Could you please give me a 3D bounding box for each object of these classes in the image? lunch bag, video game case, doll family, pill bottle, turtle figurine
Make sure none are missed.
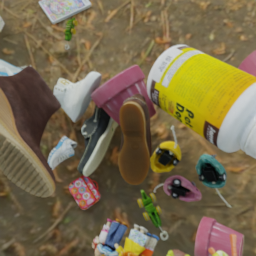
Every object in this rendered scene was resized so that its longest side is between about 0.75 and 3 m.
[{"bbox_3d":[-1.146,1.728,7.628,0.722,0.336,0.820,-33,73,-17],"label":"lunch bag"},{"bbox_3d":[-2.287,-4.488,10.147,1.568,0.141,1.123,-31,72,-12],"label":"video game case"},{"bbox_3d":[-0.157,2.065,4.866,1.331,0.600,0.826,8,55,30],"label":"doll family"},{"bbox_3d":[1.897,-0.568,6.062,1.603,1.603,2.934,-40,53,-14],"label":"pill bottle"},{"bbox_3d":[1.472,2.602,4.754,0.702,1.757,2.179,-23,102,-41],"label":"turtle figurine"}]

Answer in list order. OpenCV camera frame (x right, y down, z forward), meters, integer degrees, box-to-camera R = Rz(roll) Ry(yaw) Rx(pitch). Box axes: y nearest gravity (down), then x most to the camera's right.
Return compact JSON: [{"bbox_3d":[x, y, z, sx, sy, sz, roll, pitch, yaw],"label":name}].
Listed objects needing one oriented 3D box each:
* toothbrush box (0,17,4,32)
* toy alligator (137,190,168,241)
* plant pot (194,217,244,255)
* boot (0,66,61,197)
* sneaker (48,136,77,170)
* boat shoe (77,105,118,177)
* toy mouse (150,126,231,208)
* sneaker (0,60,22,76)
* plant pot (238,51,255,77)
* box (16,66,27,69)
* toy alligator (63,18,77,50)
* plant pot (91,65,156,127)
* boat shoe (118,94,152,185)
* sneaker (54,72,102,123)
[{"bbox_3d":[-4.785,-3.305,9.202,0.603,1.036,1.415,13,70,5],"label":"toothbrush box"},{"bbox_3d":[0.594,2.112,6.853,0.435,0.316,1.313,-23,89,-7],"label":"toy alligator"},{"bbox_3d":[1.855,2.338,5.630,0.808,0.902,0.902,6,67,28],"label":"plant pot"},{"bbox_3d":[-2.019,-0.074,6.137,2.651,0.959,2.205,53,32,-9],"label":"boot"},{"bbox_3d":[-1.716,0.687,7.429,0.499,0.432,1.152,17,44,7],"label":"sneaker"},{"bbox_3d":[-0.898,0.145,7.939,0.875,0.929,2.588,16,63,8],"label":"boat shoe"},{"bbox_3d":[1.448,1.074,6.260,2.044,2.300,0.445,30,45,4],"label":"toy mouse"},{"bbox_3d":[-3.093,-1.326,7.882,1.603,0.613,0.647,23,82,0],"label":"sneaker"},{"bbox_3d":[4.263,-0.900,7.600,2.675,2.675,2.395,-18,54,-7],"label":"plant pot"},{"bbox_3d":[-3.760,-1.366,8.560,1.829,0.752,0.625,-9,74,-6],"label":"box"},{"bbox_3d":[-1.419,-2.298,6.711,0.281,0.203,0.847,4,78,23],"label":"toy alligator"},{"bbox_3d":[-0.009,-0.684,7.332,1.483,1.483,1.327,-35,94,-13],"label":"plant pot"},{"bbox_3d":[0.222,0.296,6.749,0.791,2.246,0.790,8,28,12],"label":"boat shoe"},{"bbox_3d":[-1.510,-1.061,7.706,1.107,1.916,0.706,43,45,4],"label":"sneaker"}]
